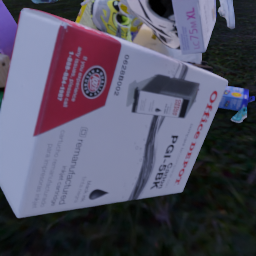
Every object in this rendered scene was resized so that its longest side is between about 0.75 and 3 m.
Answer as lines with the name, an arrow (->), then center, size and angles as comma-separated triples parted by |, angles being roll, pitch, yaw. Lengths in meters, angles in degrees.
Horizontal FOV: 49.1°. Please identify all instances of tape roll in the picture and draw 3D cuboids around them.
tape roll -> -3.897, -3.122, 8.156 | 0.754, 2.300, 2.300 | -37, 44, -13

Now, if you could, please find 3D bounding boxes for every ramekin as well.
ramekin -> 1.268, -2.833, 10.808 | 1.384, 2.840, 2.840 | -33, 45, -28

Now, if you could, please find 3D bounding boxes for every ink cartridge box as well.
ink cartridge box -> 0.880, -1.672, 3.554 | 0.335, 0.952, 1.595 | 0, 34, 26
ink cartridge box -> -0.126, -0.117, 3.988 | 2.887, 2.119, 1.196 | 4, 21, -42
ink cartridge box -> 3.811, -1.072, 10.133 | 1.362, 0.520, 0.929 | 13, 36, 16

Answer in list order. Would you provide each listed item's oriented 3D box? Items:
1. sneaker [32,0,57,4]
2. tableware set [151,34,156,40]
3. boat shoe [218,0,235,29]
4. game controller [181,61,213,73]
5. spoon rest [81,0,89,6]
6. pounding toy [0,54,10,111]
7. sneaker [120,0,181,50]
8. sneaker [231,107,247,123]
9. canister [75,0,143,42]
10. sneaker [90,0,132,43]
sneaker -> -1.953, -3.869, 7.978 | 1.782, 0.692, 0.769 | -5, 47, 17
tableware set -> 0.946, -3.230, 8.648 | 0.181, 1.182, 0.796 | 18, 61, -1
boat shoe -> 3.178, -3.825, 9.113 | 0.463, 0.510, 1.387 | -7, 74, 24
game controller -> 0.870, -1.675, 7.482 | 2.965, 0.624, 1.547 | -5, 31, -37
spoon rest -> -1.085, -3.316, 6.420 | 0.278, 0.917, 0.456 | -16, 21, 1
pounding toy -> -3.979, -0.966, 8.438 | 2.798, 2.576, 1.989 | 16, 48, 23
sneaker -> 0.674, -1.593, 4.155 | 1.642, 0.608, 0.727 | 18, 10, -35
sneaker -> 3.694, -0.431, 9.301 | 0.331, 0.340, 0.853 | 25, 42, 33
canister -> -0.595, -3.254, 8.811 | 2.178, 2.933, 1.269 | -11, 62, -40
sneaker -> -0.240, -2.627, 7.707 | 0.798, 2.089, 0.788 | 3, 72, 25
